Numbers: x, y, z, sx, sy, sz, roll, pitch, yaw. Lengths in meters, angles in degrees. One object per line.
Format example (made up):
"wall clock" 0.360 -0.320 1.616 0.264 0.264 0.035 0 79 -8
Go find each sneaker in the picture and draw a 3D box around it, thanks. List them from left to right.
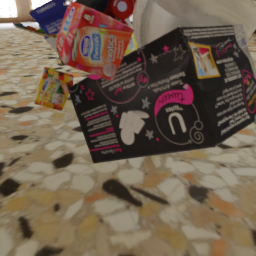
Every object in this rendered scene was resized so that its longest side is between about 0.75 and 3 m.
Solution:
"sneaker" 1.082 -2.138 4.228 2.100 0.929 0.790 38 -10 -1

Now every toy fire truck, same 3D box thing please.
"toy fire truck" -0.707 -3.268 7.927 1.667 1.985 1.113 22 32 -4

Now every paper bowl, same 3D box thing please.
"paper bowl" 1.378 -2.066 5.700 2.449 2.449 1.274 -4 36 -8

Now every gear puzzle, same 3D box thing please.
"gear puzzle" -2.549 -2.755 7.932 1.302 0.170 0.674 9 18 -33

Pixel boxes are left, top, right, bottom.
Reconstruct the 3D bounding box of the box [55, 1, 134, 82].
"box" -0.407 -0.942 2.919 0.511 0.534 1.071 17 19 -26

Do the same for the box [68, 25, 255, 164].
"box" 0.480 -0.383 4.087 1.528 1.327 2.313 -20 5 -42

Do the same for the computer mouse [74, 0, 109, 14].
"computer mouse" -0.974 -2.320 6.485 1.363 1.941 0.447 53 29 17

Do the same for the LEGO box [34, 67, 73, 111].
"LEGO box" -1.602 -0.826 6.031 0.619 0.831 0.321 14 44 -23

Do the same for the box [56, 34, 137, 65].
"box" -0.845 -2.058 7.206 2.054 0.515 0.773 1 29 34

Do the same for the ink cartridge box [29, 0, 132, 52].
"ink cartridge box" -1.412 -3.605 9.822 2.980 0.606 2.986 -25 -16 5

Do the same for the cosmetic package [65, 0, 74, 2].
"cosmetic package" -1.456 -3.942 7.201 0.817 1.084 0.280 52 25 10
